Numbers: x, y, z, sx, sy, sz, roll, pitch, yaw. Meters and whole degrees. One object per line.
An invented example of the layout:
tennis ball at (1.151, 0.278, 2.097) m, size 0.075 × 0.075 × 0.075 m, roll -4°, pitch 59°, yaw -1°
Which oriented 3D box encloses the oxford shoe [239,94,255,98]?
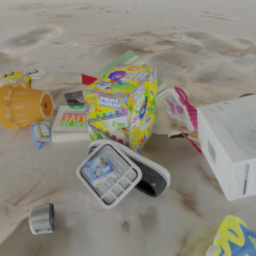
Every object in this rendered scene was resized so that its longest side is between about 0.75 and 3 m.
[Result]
oxford shoe at (6.120, -1.104, 12.754) m, size 2.213 × 0.789 × 0.789 m, roll -5°, pitch 65°, yaw -12°

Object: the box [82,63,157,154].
box at (-0.117, -0.640, 10.183) m, size 1.614 × 2.548 × 2.645 m, roll 13°, pitch 35°, yaw 23°

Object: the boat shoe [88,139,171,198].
boat shoe at (-0.178, 1.320, 8.836) m, size 2.993 × 1.046 × 0.991 m, roll 25°, pitch 40°, yaw 20°

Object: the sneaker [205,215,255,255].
sneaker at (2.454, 3.048, 6.247) m, size 1.341 × 0.967 × 2.553 m, roll 20°, pitch 38°, yaw 26°

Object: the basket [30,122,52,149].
basket at (-3.281, 0.201, 10.500) m, size 0.707 × 0.897 × 1.017 m, roll 0°, pitch 25°, yaw 15°

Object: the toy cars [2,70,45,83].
toy cars at (-5.641, -2.760, 15.154) m, size 2.262 × 0.501 × 1.014 m, roll -8°, pitch -1°, yaw -14°

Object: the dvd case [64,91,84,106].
dvd case at (-2.193, -1.502, 13.661) m, size 1.693 × 0.135 × 1.259 m, roll -12°, pitch 36°, yaw -17°

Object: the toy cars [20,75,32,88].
toy cars at (-4.748, -1.758, 12.616) m, size 1.607 × 0.721 × 0.356 m, roll -29°, pitch -1°, yaw 45°

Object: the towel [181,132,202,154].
towel at (2.292, 0.531, 10.103) m, size 0.099 × 0.639 × 0.884 m, roll -43°, pitch 36°, yaw 6°

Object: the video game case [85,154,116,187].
video game case at (-0.802, 1.207, 8.047) m, size 0.686 × 0.172 × 0.757 m, roll -25°, pitch 56°, yaw -6°

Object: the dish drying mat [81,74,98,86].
dish drying mat at (-1.507, -2.208, 13.932) m, size 1.733 × 0.158 × 0.666 m, roll 12°, pitch 46°, yaw -33°

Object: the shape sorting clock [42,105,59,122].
shape sorting clock at (-3.760, -0.704, 12.351) m, size 1.475 × 0.289 × 1.475 m, roll 0°, pitch 34°, yaw 0°

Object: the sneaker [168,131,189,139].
sneaker at (1.898, 0.222, 10.610) m, size 0.765 × 0.278 × 0.324 m, roll -3°, pitch 32°, yaw -5°

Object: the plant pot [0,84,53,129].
plant pot at (-3.943, -0.853, 11.035) m, size 1.652 × 1.804 × 1.804 m, roll 0°, pitch 34°, yaw 12°

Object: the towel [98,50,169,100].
towel at (0.268, -2.170, 13.017) m, size 2.155 × 0.331 × 2.825 m, roll -38°, pitch 74°, yaw -19°

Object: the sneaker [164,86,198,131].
sneaker at (2.231, -0.681, 11.770) m, size 0.871 × 0.944 × 2.141 m, roll 6°, pitch 50°, yaw -42°

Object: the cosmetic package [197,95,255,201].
cosmetic package at (3.882, 0.406, 8.580) m, size 2.744 × 1.687 × 2.735 m, roll -12°, pitch 36°, yaw -1°

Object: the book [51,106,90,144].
book at (-2.175, -0.230, 11.493) m, size 1.533 × 0.551 × 2.295 m, roll -2°, pitch 30°, yaw -4°

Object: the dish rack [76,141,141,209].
dish rack at (-0.552, 1.365, 8.280) m, size 1.481 × 0.376 × 1.726 m, roll -45°, pitch 62°, yaw -4°

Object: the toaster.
toaster at (-2.314, 2.426, 7.556) m, size 0.595 × 0.523 × 0.921 m, roll -9°, pitch 36°, yaw -9°
